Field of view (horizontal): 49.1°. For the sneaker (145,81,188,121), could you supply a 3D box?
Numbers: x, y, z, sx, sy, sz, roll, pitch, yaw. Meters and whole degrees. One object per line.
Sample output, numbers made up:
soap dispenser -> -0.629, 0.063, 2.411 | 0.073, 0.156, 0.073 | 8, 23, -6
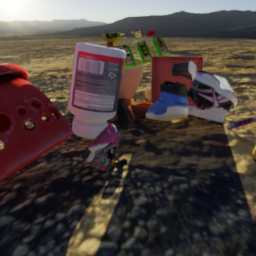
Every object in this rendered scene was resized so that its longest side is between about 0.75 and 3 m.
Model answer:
sneaker -> 1.412, -0.997, 10.337 | 0.913, 1.323, 2.378 | 7, -6, -19

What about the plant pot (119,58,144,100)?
plant pot -> -0.687, -2.055, 12.945 | 2.838, 1.906, 2.838 | -2, 25, 1

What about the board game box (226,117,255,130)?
board game box -> 3.853, -0.193, 8.940 | 1.332, 0.215, 0.799 | -11, -5, -37

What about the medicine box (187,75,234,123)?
medicine box -> 2.823, -1.539, 11.903 | 2.627, 1.352, 2.393 | 15, 25, 6

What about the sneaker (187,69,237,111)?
sneaker -> 2.453, -0.940, 8.539 | 2.226, 0.961, 0.894 | 25, 14, -42

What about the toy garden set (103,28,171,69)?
toy garden set -> 0.198, -3.610, 12.008 | 2.674, 0.534, 2.229 | -16, 54, -1

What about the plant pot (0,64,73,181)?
plant pot -> -2.939, -0.111, 6.755 | 2.493, 2.270, 2.493 | -32, 1, 1

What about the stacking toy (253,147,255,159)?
stacking toy -> 4.896, 0.742, 7.267 | 2.879, 1.216, 2.606 | 8, 24, 20

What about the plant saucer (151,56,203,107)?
plant saucer -> 1.799, -1.761, 10.472 | 1.856, 1.853, 0.341 | 3, 23, 12

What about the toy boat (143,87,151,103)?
toy boat -> 1.235, -1.612, 13.736 | 1.170, 0.763, 0.765 | -14, -4, -32

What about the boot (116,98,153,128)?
boot -> 0.785, -0.592, 11.381 | 2.573, 0.881, 2.423 | 2, 14, -14

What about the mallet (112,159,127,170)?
mallet -> -0.543, 0.961, 8.117 | 1.064, 0.219, 0.350 | 9, 27, 33

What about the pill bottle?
pill bottle -> -1.090, -1.196, 9.235 | 1.625, 2.936, 1.625 | 10, 15, -3

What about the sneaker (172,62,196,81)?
sneaker -> 1.933, -1.956, 9.690 | 0.743, 0.529, 1.498 | 3, -2, 21

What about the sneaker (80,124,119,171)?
sneaker -> -0.570, 0.530, 7.064 | 0.739, 1.979, 0.798 | 41, 64, -2
